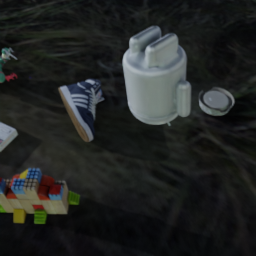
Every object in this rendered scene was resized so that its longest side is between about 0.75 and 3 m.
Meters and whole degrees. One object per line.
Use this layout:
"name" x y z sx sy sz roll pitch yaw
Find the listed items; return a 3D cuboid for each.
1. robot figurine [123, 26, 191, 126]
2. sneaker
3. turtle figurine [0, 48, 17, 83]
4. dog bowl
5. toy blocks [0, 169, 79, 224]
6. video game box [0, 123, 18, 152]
"robot figurine" 0.674 -1.103 6.917 1.457 2.581 2.189 -32 53 -20
"sneaker" -1.378 -0.776 9.974 1.510 0.976 2.784 -22 50 -15
"turtle figurine" -5.643 -2.301 11.052 2.722 1.371 2.038 14 35 31
"dog bowl" 3.278 -0.977 10.538 1.280 0.375 1.280 0 49 0
"toy blocks" -2.554 1.689 7.454 2.271 1.552 1.135 1 49 1
"video game box" -4.707 0.326 9.449 1.394 0.326 1.270 22 50 18
